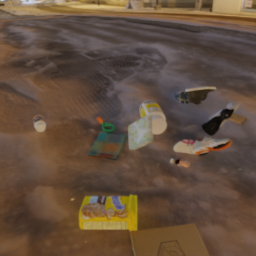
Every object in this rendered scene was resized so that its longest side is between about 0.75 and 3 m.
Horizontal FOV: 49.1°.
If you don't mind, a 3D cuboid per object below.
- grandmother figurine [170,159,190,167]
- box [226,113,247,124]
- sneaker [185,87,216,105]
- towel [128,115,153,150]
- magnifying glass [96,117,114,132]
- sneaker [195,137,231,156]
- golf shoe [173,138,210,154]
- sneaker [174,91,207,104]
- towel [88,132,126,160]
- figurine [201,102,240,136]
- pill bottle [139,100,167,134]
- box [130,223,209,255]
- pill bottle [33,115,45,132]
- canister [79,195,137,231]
[{"bbox_3d":[2.084,1.421,11.380,0.781,0.237,0.474,10,20,21],"label":"grandmother figurine"},{"bbox_3d":[5.693,-0.512,14.839,0.944,0.100,0.772,25,39,35],"label":"box"},{"bbox_3d":[2.775,-1.228,10.647,1.269,0.629,0.449,-10,10,-18],"label":"sneaker"},{"bbox_3d":[0.469,0.200,10.966,0.311,1.292,1.106,17,59,-35],"label":"towel"},{"bbox_3d":[-1.202,-0.184,14.245,0.574,0.161,1.441,-18,35,-27],"label":"magnifying glass"},{"bbox_3d":[3.297,0.578,11.048,1.434,0.543,0.659,-18,55,21],"label":"sneaker"},{"bbox_3d":[2.762,0.835,12.107,1.626,0.590,0.749,-6,31,-11],"label":"golf shoe"},{"bbox_3d":[3.612,-1.892,16.673,2.049,0.789,0.873,-2,20,-18],"label":"sneaker"},{"bbox_3d":[-0.895,0.773,12.597,1.359,0.201,1.853,6,32,11],"label":"towel"},{"bbox_3d":[4.460,-0.537,13.170,0.715,1.620,1.660,48,42,8],"label":"figurine"},{"bbox_3d":[1.238,-0.527,13.925,1.061,1.061,1.857,-5,32,-8],"label":"pill bottle"},{"bbox_3d":[1.277,3.759,7.543,2.067,0.269,2.529,-5,31,-8],"label":"box"},{"bbox_3d":[-4.395,-0.206,13.896,0.546,0.546,0.938,-11,33,-18],"label":"pill bottle"},{"bbox_3d":[-0.579,2.647,8.784,1.718,0.744,1.276,-1,15,2],"label":"canister"}]
